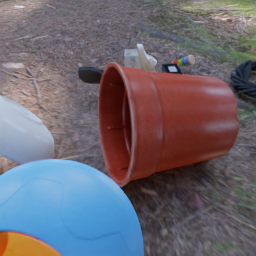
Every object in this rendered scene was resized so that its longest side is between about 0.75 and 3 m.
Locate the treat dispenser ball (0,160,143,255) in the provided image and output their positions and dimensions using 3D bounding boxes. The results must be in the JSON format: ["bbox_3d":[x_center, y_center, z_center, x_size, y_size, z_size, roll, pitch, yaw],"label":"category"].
[{"bbox_3d":[-1.146,1.871,4.270,2.764,2.764,2.764,0,38,0],"label":"treat dispenser ball"}]

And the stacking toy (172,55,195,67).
[{"bbox_3d":[2.292,-2.766,11.857,1.011,0.431,0.431,-6,26,45],"label":"stacking toy"}]

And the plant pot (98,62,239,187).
[{"bbox_3d":[0.957,-0.161,7.115,2.847,2.927,2.927,-4,38,-18],"label":"plant pot"}]

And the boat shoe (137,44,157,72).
[{"bbox_3d":[0.736,-2.315,9.937,0.559,1.614,0.571,-14,44,13],"label":"boat shoe"}]

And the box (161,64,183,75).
[{"bbox_3d":[1.595,-1.720,10.333,0.612,0.971,0.987,-4,38,-5],"label":"box"}]

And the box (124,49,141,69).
[{"bbox_3d":[0.189,-2.388,10.991,0.610,1.203,0.677,0,35,2],"label":"box"}]

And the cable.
[{"bbox_3d":[5.178,-1.817,10.799,2.408,0.750,2.951,-7,37,2],"label":"cable"}]

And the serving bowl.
[{"bbox_3d":[-2.609,-0.095,6.293,2.418,2.418,0.795,34,88,36],"label":"serving bowl"}]

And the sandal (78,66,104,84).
[{"bbox_3d":[-1.048,-1.885,10.006,1.779,0.676,0.381,4,56,-44],"label":"sandal"}]
